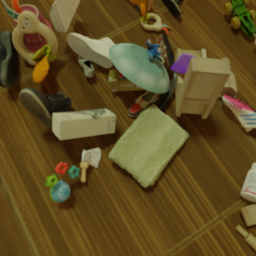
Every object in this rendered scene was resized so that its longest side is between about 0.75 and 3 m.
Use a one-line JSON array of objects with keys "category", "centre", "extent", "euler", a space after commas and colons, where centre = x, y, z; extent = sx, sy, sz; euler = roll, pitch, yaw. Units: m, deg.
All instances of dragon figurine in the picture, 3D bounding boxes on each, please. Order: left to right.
[{"category": "dragon figurine", "centre": [1.014, -2.752, 10.448], "extent": [0.741, 0.438, 1.490], "euler": [-20, 57, 28]}]

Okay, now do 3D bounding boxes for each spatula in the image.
[{"category": "spatula", "centre": [1.679, -1.607, 10.843], "extent": [0.812, 0.295, 2.874], "euler": [30, 94, 44]}]

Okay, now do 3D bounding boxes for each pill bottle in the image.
[{"category": "pill bottle", "centre": [4.429, 1.888, 9.699], "extent": [0.694, 0.694, 1.224], "euler": [25, 71, 9]}]

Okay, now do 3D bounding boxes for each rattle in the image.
[{"category": "rattle", "centre": [-3.913, -3.357, 10.433], "extent": [1.814, 2.786, 1.990], "euler": [6, 47, 21]}, {"category": "rattle", "centre": [1.231, -4.738, 12.175], "extent": [1.416, 1.012, 0.922], "euler": [36, 55, 19]}]

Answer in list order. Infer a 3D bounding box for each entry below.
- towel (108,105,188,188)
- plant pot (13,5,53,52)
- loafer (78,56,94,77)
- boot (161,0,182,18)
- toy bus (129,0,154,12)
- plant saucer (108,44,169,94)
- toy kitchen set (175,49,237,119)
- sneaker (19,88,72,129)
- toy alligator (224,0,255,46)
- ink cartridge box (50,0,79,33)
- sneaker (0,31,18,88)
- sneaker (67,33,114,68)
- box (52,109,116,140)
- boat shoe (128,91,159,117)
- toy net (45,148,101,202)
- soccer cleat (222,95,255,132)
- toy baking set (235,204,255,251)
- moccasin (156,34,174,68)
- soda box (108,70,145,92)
[{"category": "towel", "centre": [0.762, 0.580, 10.158], "extent": [2.015, 0.495, 2.716], "euler": [38, 70, 7]}, {"category": "plant pot", "centre": [-4.055, -4.238, 11.712], "extent": [1.589, 1.422, 1.589], "euler": [0, 68, -1]}, {"category": "loafer", "centre": [-1.699, -2.627, 11.489], "extent": [0.455, 0.454, 1.302], "euler": [-4, 52, -37]}, {"category": "boot", "centre": [2.307, -5.788, 12.806], "extent": [1.056, 0.592, 1.527], "euler": [-25, 71, -15]}, {"category": "toy bus", "centre": [0.145, -6.641, 12.923], "extent": [1.127, 0.937, 2.880], "euler": [-39, 73, -15]}, {"category": "plant saucer", "centre": [0.582, -2.445, 10.609], "extent": [2.759, 0.531, 2.759], "euler": [24, 36, -19]}, {"category": "toy kitchen set", "centre": [3.130, -2.203, 10.161], "extent": [2.414, 2.670, 2.959], "euler": [4, 61, 0]}, {"category": "sneaker", "centre": [-2.873, -0.986, 9.955], "extent": [0.903, 2.416, 1.283], "euler": [13, 66, 18]}, {"category": "toy alligator", "centre": [5.083, -4.635, 12.292], "extent": [0.973, 0.705, 2.936], "euler": [-21, 77, 6]}, {"category": "ink cartridge box", "centre": [-2.547, -5.111, 10.683], "extent": [0.640, 2.243, 1.823], "euler": [11, 67, 11]}, {"category": "sneaker", "centre": [-5.385, -2.665, 11.305], "extent": [1.582, 1.056, 2.761], "euler": [-12, 66, -5]}, {"category": "sneaker", "centre": [-1.407, -3.385, 11.543], "extent": [2.083, 0.768, 1.204], "euler": [31, 48, -10]}, {"category": "box", "centre": [-1.538, -0.157, 9.898], "extent": [2.098, 0.717, 0.862], "euler": [-8, 25, -33]}, {"category": "boat shoe", "centre": [0.607, -1.026, 10.939], "extent": [1.535, 0.480, 0.546], "euler": [-37, 75, -15]}, {"category": "toy net", "centre": [-1.865, 1.403, 9.674], "extent": [0.459, 1.246, 2.375], "euler": [-1, 37, 43]}, {"category": "soccer cleat", "centre": [4.397, -0.427, 10.549], "extent": [2.161, 0.755, 0.933], "euler": [34, 115, 20]}, {"category": "toy baking set", "centre": [4.887, 3.383, 8.935], "extent": [2.029, 0.308, 2.643], "euler": [-45, 75, 11]}, {"category": "moccasin", "centre": [1.459, -3.057, 11.249], "extent": [0.503, 0.531, 1.376], "euler": [-17, 83, -42]}, {"category": "soda box", "centre": [0.242, -1.891, 10.954], "extent": [1.930, 0.618, 0.654], "euler": [-1, 55, 11]}]
